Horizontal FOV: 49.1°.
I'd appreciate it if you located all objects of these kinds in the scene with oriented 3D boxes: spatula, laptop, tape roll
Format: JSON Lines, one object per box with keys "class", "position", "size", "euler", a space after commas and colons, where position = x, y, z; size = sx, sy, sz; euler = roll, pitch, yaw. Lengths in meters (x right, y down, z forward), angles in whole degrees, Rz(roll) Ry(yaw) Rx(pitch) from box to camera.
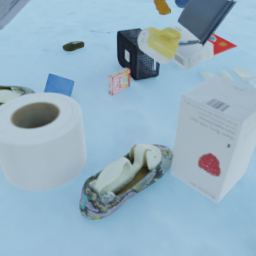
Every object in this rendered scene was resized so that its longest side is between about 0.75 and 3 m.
{"class": "spatula", "position": [3.939, -1.501, 10.072], "size": [1.934, 0.223, 2.782], "euler": [-4, 37, -7]}
{"class": "laptop", "position": [-2.538, -1.115, 9.157], "size": [1.138, 0.704, 1.215], "euler": [20, 42, 25]}
{"class": "tape roll", "position": [-2.090, 0.264, 6.736], "size": [2.087, 1.433, 2.087], "euler": [0, 38, 0]}

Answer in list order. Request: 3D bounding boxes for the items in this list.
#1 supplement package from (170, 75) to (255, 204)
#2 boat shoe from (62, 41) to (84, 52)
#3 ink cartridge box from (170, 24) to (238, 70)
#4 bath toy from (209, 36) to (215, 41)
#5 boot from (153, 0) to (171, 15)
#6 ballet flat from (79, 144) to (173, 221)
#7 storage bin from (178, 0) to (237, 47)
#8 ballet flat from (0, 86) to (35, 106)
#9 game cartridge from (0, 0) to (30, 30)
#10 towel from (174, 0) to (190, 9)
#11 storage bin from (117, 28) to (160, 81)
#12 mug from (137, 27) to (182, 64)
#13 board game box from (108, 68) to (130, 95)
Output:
{"class": "supplement package", "position": [1.924, 0.242, 6.107], "size": [1.346, 2.220, 1.329], "euler": [31, 47, 34]}
{"class": "boat shoe", "position": [-2.560, -3.801, 12.990], "size": [1.077, 0.385, 0.354], "euler": [-22, 32, -25]}
{"class": "ink cartridge box", "position": [2.835, -3.875, 12.362], "size": [2.576, 0.654, 2.924], "euler": [-26, 43, -9]}
{"class": "bath toy", "position": [3.599, -4.963, 13.368], "size": [0.786, 1.809, 0.668], "euler": [-20, 29, 40]}
{"class": "boot", "position": [1.097, -4.285, 9.440], "size": [0.370, 0.752, 1.051], "euler": [-25, 41, -4]}
{"class": "ballet flat", "position": [0.109, 0.924, 6.268], "size": [1.020, 1.020, 2.837], "euler": [30, 46, 33]}
{"class": "storage bin", "position": [1.815, -2.688, 6.709], "size": [0.883, 0.957, 1.315], "euler": [37, 59, 3]}
{"class": "ballet flat", "position": [-4.348, -0.963, 8.581], "size": [2.924, 0.985, 0.931], "euler": [0, 2, -2]}
{"class": "game cartridge", "position": [-2.467, -2.595, 5.534], "size": [1.136, 0.756, 0.232], "euler": [-42, 51, 9]}
{"class": "towel", "position": [1.828, -4.511, 9.284], "size": [0.760, 1.360, 0.330], "euler": [24, 83, 26]}
{"class": "storage bin", "position": [0.350, -2.905, 10.936], "size": [0.966, 1.392, 2.059], "euler": [-13, 39, -17]}
{"class": "mug", "position": [0.868, -2.556, 8.146], "size": [0.960, 1.169, 0.936], "euler": [15, 40, -34]}
{"class": "board game box", "position": [-0.316, -1.632, 9.851], "size": [0.210, 0.686, 0.906], "euler": [30, 47, 33]}
